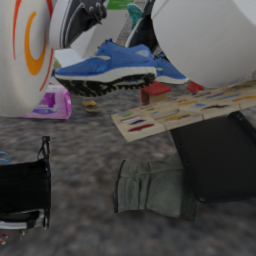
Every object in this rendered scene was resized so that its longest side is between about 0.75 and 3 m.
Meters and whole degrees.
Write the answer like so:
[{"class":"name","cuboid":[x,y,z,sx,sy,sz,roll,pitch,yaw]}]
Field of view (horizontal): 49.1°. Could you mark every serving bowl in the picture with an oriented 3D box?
[{"class":"serving bowl","cuboid":[-1.995,-2.195,10.713,2.811,0.925,2.811,2,31,-1]}]

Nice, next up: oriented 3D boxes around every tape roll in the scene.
[{"class":"tape roll","cuboid":[1.473,-1.692,4.068,1.903,1.903,1.307,-20,-7,-30]}]

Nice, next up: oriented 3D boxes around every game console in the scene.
[{"class":"game console","cuboid":[2.188,0.813,5.456,1.444,2.182,2.481,-38,25,17]}]

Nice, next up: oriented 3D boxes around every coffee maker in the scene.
[{"class":"coffee maker","cuboid":[-2.060,0.910,4.379,1.555,1.493,1.047,0,-11,-24]}]

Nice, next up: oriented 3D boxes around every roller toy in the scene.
[{"class":"roller toy","cuboid":[-2.522,-1.540,4.686,2.031,2.906,2.651,7,-14,0]}]

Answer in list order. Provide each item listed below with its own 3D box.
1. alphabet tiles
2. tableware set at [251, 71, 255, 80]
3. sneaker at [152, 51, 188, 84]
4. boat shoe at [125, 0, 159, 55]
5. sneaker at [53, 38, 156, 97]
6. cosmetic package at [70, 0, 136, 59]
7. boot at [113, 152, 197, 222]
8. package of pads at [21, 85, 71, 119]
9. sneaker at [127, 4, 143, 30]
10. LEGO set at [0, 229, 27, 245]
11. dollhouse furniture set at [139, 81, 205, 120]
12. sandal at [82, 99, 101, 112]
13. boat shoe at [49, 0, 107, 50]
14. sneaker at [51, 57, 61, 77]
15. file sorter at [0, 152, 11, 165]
[{"class":"alphabet tiles","cuboid":[1.105,-0.393,4.202,2.657,0.100,2.221,-15,10,-5]},{"class":"tableware set","cuboid":[2.345,-1.833,4.740,0.474,2.367,1.565,-4,-13,-24]},{"class":"sneaker","cuboid":[1.044,-2.438,10.927,2.679,1.194,1.052,1,30,3]},{"class":"boat shoe","cuboid":[0.713,-2.684,6.742,0.856,2.495,0.706,18,24,-21]},{"class":"sneaker","cuboid":[-0.539,-1.344,6.221,2.301,0.904,1.026,-5,72,11]},{"class":"cosmetic package","cuboid":[-0.902,-3.663,9.152,1.114,2.627,1.413,48,44,15]},{"class":"boot","cuboid":[0.623,0.784,5.703,1.597,0.828,2.444,6,30,14]},{"class":"package of pads","cuboid":[-2.508,-0.789,8.284,1.566,0.943,0.592,2,31,5]},{"class":"sneaker","cuboid":[0.243,-2.866,7.590,0.404,1.043,0.415,7,57,34]},{"class":"LEGO set","cuboid":[-2.474,1.815,4.410,1.661,0.471,1.078,2,29,-23]},{"class":"dollhouse furniture set","cuboid":[1.281,-0.855,8.198,2.148,1.156,0.874,-19,35,-29]},{"class":"sandal","cuboid":[-1.195,-0.753,8.891,0.421,0.283,1.047,-14,33,-23]},{"class":"boat shoe","cuboid":[-0.765,-2.343,5.430,0.783,0.826,2.363,17,55,1]},{"class":"sneaker","cuboid":[-2.573,-2.071,7.546,0.806,0.929,2.096,-40,59,-4]},{"class":"file sorter","cuboid":[-2.593,1.068,5.301,0.789,0.697,1.137,-10,31,-18]}]
